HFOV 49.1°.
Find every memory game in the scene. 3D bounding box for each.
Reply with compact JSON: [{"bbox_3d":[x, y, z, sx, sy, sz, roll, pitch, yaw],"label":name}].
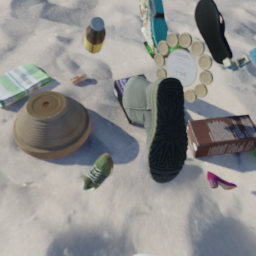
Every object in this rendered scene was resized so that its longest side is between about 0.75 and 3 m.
[{"bbox_3d":[1.684,-1.865,8.790,0.145,2.279,2.279,-28,55,-34],"label":"memory game"}]

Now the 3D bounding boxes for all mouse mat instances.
[{"bbox_3d":[1.975,-4.191,14.575,2.057,0.077,1.655,-13,51,-10],"label":"mouse mat"}]

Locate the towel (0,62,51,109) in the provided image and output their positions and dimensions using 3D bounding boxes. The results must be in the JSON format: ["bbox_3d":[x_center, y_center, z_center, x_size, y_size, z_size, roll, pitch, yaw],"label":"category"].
[{"bbox_3d":[-5.046,-2.061,12.552,2.580,0.396,1.925,-37,60,-27],"label":"towel"}]

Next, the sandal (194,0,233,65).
[{"bbox_3d":[3.350,-3.776,10.870,1.036,2.756,0.660,9,49,48],"label":"sandal"}]

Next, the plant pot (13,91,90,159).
[{"bbox_3d":[-2.950,-0.418,10.537,2.950,1.362,2.950,-1,49,1],"label":"plant pot"}]

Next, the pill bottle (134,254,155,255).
[{"bbox_3d":[0.443,4.160,6.887,0.992,0.992,1.768,3,50,3],"label":"pill bottle"}]

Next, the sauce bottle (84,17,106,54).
[{"bbox_3d":[-1.243,-3.516,10.692,0.806,2.490,0.806,0,90,-12],"label":"sauce bottle"}]

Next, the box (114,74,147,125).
[{"bbox_3d":[0.367,-1.238,11.619,1.404,0.785,1.990,-14,51,-15],"label":"box"}]

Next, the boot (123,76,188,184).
[{"bbox_3d":[0.488,-0.149,7.317,1.026,2.571,2.828,5,4,-21],"label":"boot"}]

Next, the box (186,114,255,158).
[{"bbox_3d":[3.425,0.295,10.259,2.360,0.884,1.182,-5,50,-6],"label":"box"}]

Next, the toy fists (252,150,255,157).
[{"bbox_3d":[5.229,0.782,10.078,1.463,0.503,0.746,-30,56,-24],"label":"toy fists"}]

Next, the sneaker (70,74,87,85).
[{"bbox_3d":[-2.275,-2.295,12.804,0.835,0.327,0.323,-28,50,-21],"label":"sneaker"}]

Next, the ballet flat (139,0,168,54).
[{"bbox_3d":[0.840,-3.839,9.945,1.022,2.703,0.864,-5,-1,-40],"label":"ballet flat"}]

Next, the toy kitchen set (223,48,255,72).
[{"bbox_3d":[3.981,-2.278,9.687,0.816,1.019,0.600,0,64,-49],"label":"toy kitchen set"}]

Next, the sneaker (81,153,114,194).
[{"bbox_3d":[-0.759,1.135,6.520,0.579,1.290,0.433,-30,68,-38],"label":"sneaker"}]

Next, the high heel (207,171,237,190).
[{"bbox_3d":[2.604,1.445,7.730,0.988,0.333,0.475,13,54,-29],"label":"high heel"}]
